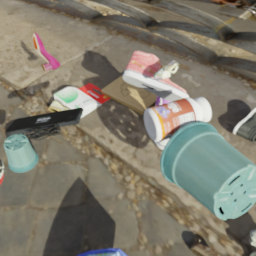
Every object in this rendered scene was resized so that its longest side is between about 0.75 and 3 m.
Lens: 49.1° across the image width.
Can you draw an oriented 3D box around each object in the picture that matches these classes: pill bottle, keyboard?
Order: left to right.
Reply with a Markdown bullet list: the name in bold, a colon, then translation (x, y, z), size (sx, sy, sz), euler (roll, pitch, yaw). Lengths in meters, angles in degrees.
- **keyboard**: translation (-2.420, -0.003, 8.086), size (2.281, 0.452, 1.187), euler (-9, 30, 13)
- **pill bottle**: translation (1.450, -0.302, 8.189), size (1.807, 1.014, 1.014), euler (-17, 47, -15)

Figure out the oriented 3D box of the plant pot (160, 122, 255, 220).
- **plant pot**: translation (2.187, 1.144, 7.253), size (2.033, 2.033, 1.991), euler (-18, 31, -17)

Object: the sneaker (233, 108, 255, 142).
- **sneaker**: translation (5.569, -0.128, 12.052), size (2.150, 0.760, 1.066), euler (-36, 57, -24)

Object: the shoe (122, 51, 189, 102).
- **shoe**: translation (1.174, -1.905, 10.447), size (2.615, 0.934, 1.189), euler (22, 76, -2)

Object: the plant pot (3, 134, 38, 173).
- **plant pot**: translation (-4.134, 0.916, 10.685), size (1.159, 1.135, 1.159), euler (1, 45, -1)

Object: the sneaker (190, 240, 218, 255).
- **sneaker**: translation (2.492, 3.781, 8.312), size (1.227, 0.432, 0.463), euler (29, 48, 25)

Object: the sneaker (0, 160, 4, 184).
- **sneaker**: translation (-4.068, 1.374, 7.685), size (1.022, 1.126, 2.653), euler (-24, 22, -40)

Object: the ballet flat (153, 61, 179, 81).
- **ballet flat**: translation (1.326, -1.883, 9.342), size (0.395, 0.395, 1.098), euler (35, 62, 30)

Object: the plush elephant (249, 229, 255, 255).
- **plush elephant**: translation (4.140, 3.692, 7.861), size (1.423, 1.728, 1.338), euler (3, 66, 21)

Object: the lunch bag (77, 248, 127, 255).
- **lunch bag**: translation (-1.007, 4.334, 6.981), size (2.404, 1.532, 2.044), euler (-18, 36, 27)

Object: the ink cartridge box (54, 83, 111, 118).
- **ink cartridge box**: translation (-2.140, -1.537, 13.587), size (1.800, 0.560, 2.237), euler (34, 55, 28)

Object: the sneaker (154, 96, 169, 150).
- **sneaker**: translation (1.511, -0.481, 11.774), size (1.014, 1.595, 2.797), euler (-1, 46, -3)

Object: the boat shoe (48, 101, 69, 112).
- **boat shoe**: translation (-2.947, -0.629, 12.685), size (1.648, 0.610, 0.547), euler (30, 66, 28)

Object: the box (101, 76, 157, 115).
- **box**: translation (0.348, -1.793, 13.972), size (2.661, 0.283, 2.176), euler (30, 51, 26)

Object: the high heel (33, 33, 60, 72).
- **high heel**: translation (-2.669, -2.512, 9.166), size (0.613, 1.276, 0.430), euler (-30, 39, -28)
